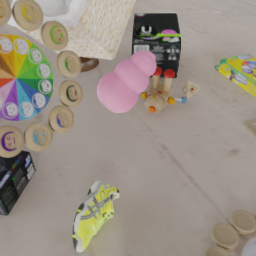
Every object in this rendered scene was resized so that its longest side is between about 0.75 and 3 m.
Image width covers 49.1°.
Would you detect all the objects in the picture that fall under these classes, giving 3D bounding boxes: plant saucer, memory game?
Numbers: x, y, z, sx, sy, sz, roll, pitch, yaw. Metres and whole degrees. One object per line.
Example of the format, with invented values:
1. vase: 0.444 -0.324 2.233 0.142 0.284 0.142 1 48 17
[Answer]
1. plant saucer: -1.965 -2.707 11.180 1.567 0.287 1.567 0 39 0
2. memory game: -1.956 -0.909 4.983 0.185 2.908 2.908 4 34 43
3. memory game: 2.670 2.556 4.949 2.639 0.168 2.639 -1 40 0

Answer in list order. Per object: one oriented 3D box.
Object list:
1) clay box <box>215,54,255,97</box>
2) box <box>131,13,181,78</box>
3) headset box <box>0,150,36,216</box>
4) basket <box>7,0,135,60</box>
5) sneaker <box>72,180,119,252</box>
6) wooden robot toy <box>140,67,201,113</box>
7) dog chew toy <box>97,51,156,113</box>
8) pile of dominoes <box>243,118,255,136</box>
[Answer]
1. clay box: 4.370 -2.026 10.131 1.346 0.558 2.344 -15 43 -19
2. box: 1.020 -3.176 10.645 1.739 1.456 2.342 2 46 3
3. headset box: -3.129 1.088 6.285 1.524 0.707 1.327 9 41 10
4. basket: -1.463 -3.579 7.867 2.625 2.130 2.649 13 82 33
5. sneaker: -0.632 1.715 5.627 0.607 0.599 1.588 9 42 12
6. wooden robot toy: 0.775 -1.071 8.654 2.720 1.198 1.234 13 52 16
7. dog chew toy: 0.020 -1.094 6.399 1.563 0.973 0.973 -46 45 10
8. pile of dominoes: 4.399 0.081 7.979 1.739 0.277 1.356 -18 43 -8
